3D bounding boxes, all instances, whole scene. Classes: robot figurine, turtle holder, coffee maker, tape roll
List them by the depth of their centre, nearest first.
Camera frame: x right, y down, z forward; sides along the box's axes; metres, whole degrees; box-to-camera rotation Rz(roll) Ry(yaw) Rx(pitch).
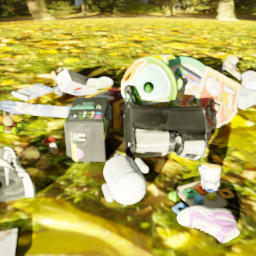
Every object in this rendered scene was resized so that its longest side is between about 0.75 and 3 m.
[{"bbox_3d":[-0.097,1.464,7.996,1.487,0.990,1.754,-42,32,5],"label":"robot figurine"},{"bbox_3d":[1.224,-0.154,9.455,2.586,2.484,1.742,0,5,-11],"label":"coffee maker"},{"bbox_3d":[0.787,-1.311,10.784,1.985,2.613,1.855,11,35,39],"label":"turtle holder"},{"bbox_3d":[2.473,-1.763,12.565,2.860,0.687,2.860,3,71,-8],"label":"tape roll"}]

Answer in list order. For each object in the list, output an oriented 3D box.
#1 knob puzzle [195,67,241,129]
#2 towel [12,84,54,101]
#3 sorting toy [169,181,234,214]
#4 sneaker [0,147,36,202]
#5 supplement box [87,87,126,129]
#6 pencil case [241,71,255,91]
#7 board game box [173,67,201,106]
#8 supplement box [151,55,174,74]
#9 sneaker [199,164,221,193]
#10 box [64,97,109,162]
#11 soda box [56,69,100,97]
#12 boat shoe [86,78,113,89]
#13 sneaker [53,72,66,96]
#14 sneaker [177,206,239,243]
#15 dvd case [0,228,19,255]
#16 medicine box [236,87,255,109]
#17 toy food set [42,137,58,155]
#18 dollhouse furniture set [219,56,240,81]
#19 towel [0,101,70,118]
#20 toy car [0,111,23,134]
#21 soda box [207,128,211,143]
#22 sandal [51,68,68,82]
[{"bbox_3d":[3.793,-1.080,11.713,2.611,2.611,0.362,-15,7,-26],"label":"knob puzzle"},{"bbox_3d":[-5.236,-1.987,15.445,1.373,0.223,1.870,20,34,32],"label":"towel"},{"bbox_3d":[2.074,1.904,7.951,1.964,0.267,1.106,-11,29,-20],"label":"sorting toy"},{"bbox_3d":[-3.750,1.352,8.383,1.154,0.848,2.551,-16,33,-33],"label":"sneaker"},{"bbox_3d":[-0.674,-0.946,12.475,1.676,1.113,1.653,18,33,31],"label":"supplement box"},{"bbox_3d":[6.811,-2.390,15.440,1.027,0.941,2.265,15,30,8],"label":"pencil case"},{"bbox_3d":[2.339,-1.669,12.521,1.394,2.059,0.355,30,59,-3],"label":"board game box"},{"bbox_3d":[2.255,-3.492,17.056,1.391,1.382,2.539,-3,28,-6],"label":"supplement box"},{"bbox_3d":[2.315,1.479,8.068,0.627,0.734,1.666,5,-12,19],"label":"sneaker"},{"bbox_3d":[-1.405,0.000,10.119,1.325,1.584,2.132,0,30,0],"label":"box"},{"bbox_3d":[-2.342,-2.060,13.600,2.301,0.732,0.784,12,47,-59],"label":"soda box"},{"bbox_3d":[-1.318,-1.971,12.808,1.387,0.499,0.430,1,54,34],"label":"boat shoe"},{"bbox_3d":[-3.405,-2.223,14.631,0.823,1.240,2.180,39,12,-8],"label":"sneaker"},{"bbox_3d":[1.966,2.373,6.815,1.443,0.523,0.823,-1,31,-2],"label":"sneaker"},{"bbox_3d":[-3.285,2.815,6.364,1.452,0.127,1.036,-7,29,-13],"label":"dvd case"},{"bbox_3d":[5.688,-1.564,14.153,1.290,0.664,1.175,-22,35,-35],"label":"medicine box"},{"bbox_3d":[-2.853,0.649,10.161,0.451,0.478,1.002,-19,32,-12],"label":"toy food set"},{"bbox_3d":[5.703,-3.292,14.684,1.111,1.241,1.566,34,51,-1],"label":"dollhouse furniture set"},{"bbox_3d":[-3.669,-0.729,11.632,2.766,0.329,2.032,4,-4,-10],"label":"towel"},{"bbox_3d":[-4.844,-0.280,11.485,0.706,0.859,0.678,8,29,14],"label":"toy car"},{"bbox_3d":[2.372,0.134,11.052,1.672,0.532,0.569,20,34,34],"label":"soda box"},{"bbox_3d":[-3.809,-3.185,16.545,0.747,0.832,2.270,-25,12,8],"label":"sandal"}]
